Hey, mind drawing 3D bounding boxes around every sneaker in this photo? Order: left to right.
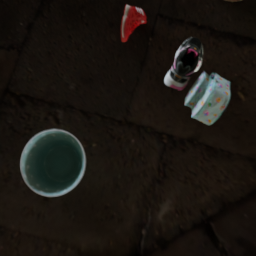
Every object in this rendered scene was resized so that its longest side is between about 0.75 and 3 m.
[{"bbox_3d":[0.216,-3.739,10.059,0.851,0.577,1.473,8,78,3],"label":"sneaker"},{"bbox_3d":[2.043,-2.281,9.174,0.968,1.040,2.409,26,55,-1],"label":"sneaker"}]

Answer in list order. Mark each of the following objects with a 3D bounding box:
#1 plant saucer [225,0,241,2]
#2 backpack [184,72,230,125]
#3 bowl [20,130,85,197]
[{"bbox_3d":[3.967,-5.782,10.677,2.009,0.322,2.009,0,77,1],"label":"plant saucer"},{"bbox_3d":[2.434,-0.881,8.564,1.178,1.351,1.537,25,36,-9],"label":"backpack"},{"bbox_3d":[-2.167,1.090,8.616,1.954,1.022,1.954,-1,80,3],"label":"bowl"}]
